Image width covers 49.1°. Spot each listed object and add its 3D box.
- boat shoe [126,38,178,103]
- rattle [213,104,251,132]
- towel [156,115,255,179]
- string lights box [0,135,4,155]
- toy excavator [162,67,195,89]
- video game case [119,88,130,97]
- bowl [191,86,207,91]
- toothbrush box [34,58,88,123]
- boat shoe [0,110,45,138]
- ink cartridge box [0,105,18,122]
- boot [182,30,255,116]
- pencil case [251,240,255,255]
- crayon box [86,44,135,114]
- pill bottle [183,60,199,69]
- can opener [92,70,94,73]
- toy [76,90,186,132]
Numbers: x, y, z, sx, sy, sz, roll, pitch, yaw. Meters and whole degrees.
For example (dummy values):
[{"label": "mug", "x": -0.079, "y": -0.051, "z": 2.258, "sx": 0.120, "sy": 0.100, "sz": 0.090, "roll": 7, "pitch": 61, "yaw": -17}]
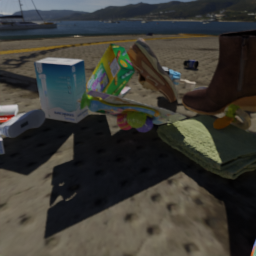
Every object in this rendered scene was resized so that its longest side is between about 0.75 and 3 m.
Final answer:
[{"label": "boat shoe", "x": 0.850, "y": -1.930, "z": 10.384, "sx": 1.040, "sy": 2.898, "sz": 1.097, "roll": -36, "pitch": 34, "yaw": 9}, {"label": "rattle", "x": 2.898, "y": 0.020, "z": 7.864, "sx": 0.859, "sy": 1.319, "sz": 0.942, "roll": 26, "pitch": 73, "yaw": 22}, {"label": "towel", "x": 2.179, "y": 0.372, "z": 7.207, "sx": 2.003, "sy": 0.493, "sz": 2.700, "roll": -13, "pitch": 27, "yaw": -27}, {"label": "string lights box", "x": -3.873, "y": 0.496, "z": 7.010, "sx": 1.350, "sy": 0.398, "sz": 0.694, "roll": -12, "pitch": 24, "yaw": -26}, {"label": "toy excavator", "x": 2.030, "y": -2.007, "z": 11.659, "sx": 1.394, "sy": 0.696, "sz": 1.356, "roll": 8, "pitch": 23, "yaw": 1}, {"label": "video game case", "x": -0.822, "y": -1.664, "z": 12.491, "sx": 1.596, "sy": 0.144, "sz": 1.143, "roll": 7, "pitch": 23, "yaw": 17}, {"label": "bowl", "x": 2.718, "y": -0.855, "z": 9.783, "sx": 1.267, "sy": 0.595, "sz": 1.267, "roll": 1, "pitch": 44, "yaw": -1}, {"label": "toothbrush box", "x": -2.146, "y": -1.242, "z": 9.184, "sx": 1.403, "sy": 1.916, "sz": 0.817, "roll": 8, "pitch": 26, "yaw": 21}, {"label": "boat shoe", "x": -3.185, "y": -0.197, "z": 8.426, "sx": 0.525, "sy": 0.591, "sz": 1.607, "roll": 9, "pitch": 20, "yaw": 24}, {"label": "ink cartridge box", "x": -4.296, "y": -0.492, "z": 9.577, "sx": 0.861, "sy": 0.302, "sz": 1.059, "roll": -5, "pitch": 19, "yaw": -11}, {"label": "boot", "x": 2.692, "y": -1.513, "z": 7.800, "sx": 2.854, "sy": 2.374, "sz": 1.033, "roll": 4, "pitch": 44, "yaw": 33}, {"label": "pencil case", "x": 1.980, "y": 1.776, "z": 3.713, "sx": 0.669, "sy": 0.669, "sz": 1.514, "roll": 15, "pitch": 28, "yaw": 31}, {"label": "crayon box", "x": -0.682, "y": -1.603, "z": 9.418, "sx": 0.596, "sy": 2.047, "sz": 1.216, "roll": 8, "pitch": 47, "yaw": -35}, {"label": "pill bottle", "x": 3.962, "y": -4.033, "z": 17.666, "sx": 0.866, "sy": 0.485, "sz": 0.485, "roll": 18, "pitch": 29, "yaw": 37}, {"label": "can opener", "x": -0.988, "y": -2.790, "z": 14.842, "sx": 1.789, "sy": 0.477, "sz": 0.598, "roll": 6, "pitch": 7, "yaw": 15}, {"label": "toy", "x": -0.008, "y": -0.286, "z": 7.463, "sx": 2.643, "sy": 0.624, "sz": 1.522, "roll": 18, "pitch": -12, "yaw": -21}]
